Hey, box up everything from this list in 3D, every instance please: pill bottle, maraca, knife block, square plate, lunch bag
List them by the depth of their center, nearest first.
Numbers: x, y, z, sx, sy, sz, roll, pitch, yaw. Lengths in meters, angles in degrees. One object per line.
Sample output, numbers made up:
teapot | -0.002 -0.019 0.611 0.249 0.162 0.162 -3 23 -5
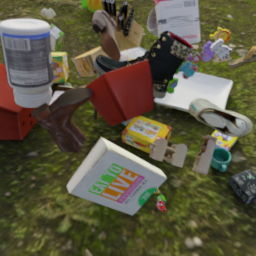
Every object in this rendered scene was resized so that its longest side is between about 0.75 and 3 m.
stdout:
pill bottle | -3.071 -1.970 8.725 1.407 2.473 1.407 4 32 -2
knife block | -0.991 -2.776 10.918 2.079 0.758 2.369 -32 20 -18
knife block | -0.692 -4.159 11.473 2.779 2.440 0.889 5 75 50
square plate | 3.027 -1.577 12.812 2.939 0.422 2.967 17 47 17
lunch bag | 0.060 -2.587 12.988 2.648 1.684 2.246 36 56 19
maraca | -2.106 -8.844 19.426 2.860 1.530 1.961 21 76 31

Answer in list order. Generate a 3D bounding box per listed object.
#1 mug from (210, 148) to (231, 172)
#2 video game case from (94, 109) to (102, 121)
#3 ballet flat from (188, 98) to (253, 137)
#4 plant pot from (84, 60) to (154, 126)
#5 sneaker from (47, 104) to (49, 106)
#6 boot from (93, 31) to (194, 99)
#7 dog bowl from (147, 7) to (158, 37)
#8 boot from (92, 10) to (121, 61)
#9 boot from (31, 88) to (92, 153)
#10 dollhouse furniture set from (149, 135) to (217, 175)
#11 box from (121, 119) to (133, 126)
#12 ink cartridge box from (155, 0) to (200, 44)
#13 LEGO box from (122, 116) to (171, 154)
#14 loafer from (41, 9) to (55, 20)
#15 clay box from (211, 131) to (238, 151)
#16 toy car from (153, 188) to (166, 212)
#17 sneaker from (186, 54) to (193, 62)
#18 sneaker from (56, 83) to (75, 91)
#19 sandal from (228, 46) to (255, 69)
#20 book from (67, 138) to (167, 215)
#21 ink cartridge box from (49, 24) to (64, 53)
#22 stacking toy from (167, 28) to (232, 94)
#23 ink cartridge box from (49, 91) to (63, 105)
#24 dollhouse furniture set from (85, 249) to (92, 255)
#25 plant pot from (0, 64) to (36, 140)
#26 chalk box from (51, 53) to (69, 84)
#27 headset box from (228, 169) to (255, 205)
mug | 3.208 1.175 9.934 0.694 0.522 0.845 23 49 21
video game case | -0.605 -0.729 8.948 0.984 1.089 0.139 -24 68 -24
ballet flat | 2.811 -0.128 8.284 2.418 0.815 0.754 19 29 -20
plant pot | -0.136 -0.793 7.108 1.365 1.363 1.203 -24 94 -29
sneaker | -3.937 -1.031 12.119 1.083 0.607 0.420 -2 44 -2
boot | 0.510 -2.327 9.235 2.867 2.166 1.035 19 38 -21
dog bowl | 1.203 -4.301 11.113 0.368 1.254 1.254 12 37 -30
boot | -0.577 -2.959 8.768 0.526 1.498 1.095 -17 33 28
boot | -1.395 -0.103 7.459 1.660 1.781 0.572 -21 44 7
dollhouse furniture set | 1.524 0.565 8.003 1.649 1.515 1.073 17 86 4
box | 0.321 -0.849 11.849 0.422 0.707 1.719 35 54 26
ink cartridge box | 1.763 -3.961 10.089 1.385 1.914 0.807 -8 11 -4
LEGO box | 0.720 0.270 10.792 1.561 0.602 1.162 22 49 21
loafer | -2.990 -4.148 10.316 0.342 0.391 1.088 -30 20 17
clay box | 3.718 0.391 10.857 0.824 0.341 1.434 30 52 26
toy car | 0.795 1.804 7.140 0.187 0.790 0.840 -26 61 9
sneaker | 2.349 -2.951 11.410 0.360 0.327 0.814 -40 74 5
sneaker | -2.830 -1.961 13.239 1.054 0.354 0.473 11 50 16
sandal | 3.437 -2.063 7.879 1.375 0.371 0.552 -15 21 41
book | -0.168 0.964 5.080 1.056 1.581 0.380 -51 38 10
ink cartridge box | -2.827 -3.316 9.891 1.086 0.803 0.412 39 65 -2
stacking toy | 2.254 -2.113 9.013 0.556 2.366 1.784 44 32 -11
ink cartridge box | -2.989 -1.159 12.387 0.719 0.419 0.987 5 46 5
dollhouse furniture set | -1.250 4.506 6.348 2.372 1.222 2.347 -31 41 -28
plant pot | -4.697 -0.798 10.912 1.982 2.247 2.249 20 47 5
chalk box | -3.976 -2.851 13.270 2.063 1.277 1.283 -1 25 -2
headset box | 3.920 1.904 9.247 0.822 0.438 0.944 -18 47 -17
